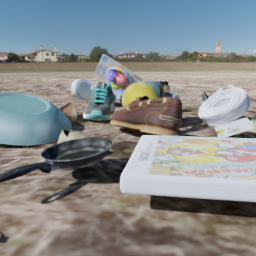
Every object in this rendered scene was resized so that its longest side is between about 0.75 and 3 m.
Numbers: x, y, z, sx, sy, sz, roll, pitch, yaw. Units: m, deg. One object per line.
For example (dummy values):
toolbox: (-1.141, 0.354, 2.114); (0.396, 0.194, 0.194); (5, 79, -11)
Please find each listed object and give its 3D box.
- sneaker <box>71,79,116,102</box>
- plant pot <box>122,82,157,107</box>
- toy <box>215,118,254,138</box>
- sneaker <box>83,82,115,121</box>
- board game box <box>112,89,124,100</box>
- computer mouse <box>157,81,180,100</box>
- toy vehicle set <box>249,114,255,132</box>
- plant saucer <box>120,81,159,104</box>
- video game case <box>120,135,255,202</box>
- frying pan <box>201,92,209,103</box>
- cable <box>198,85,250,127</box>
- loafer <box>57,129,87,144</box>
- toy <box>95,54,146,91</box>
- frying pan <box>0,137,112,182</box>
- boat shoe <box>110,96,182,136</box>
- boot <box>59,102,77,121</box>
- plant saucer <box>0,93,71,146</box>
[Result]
sneaker: (-1.381, -1.562, 11.980); (0.879, 0.907, 2.484); (3, 0, 30)
plant pot: (0.457, -0.813, 9.420); (1.248, 1.248, 0.886); (-2, 24, -7)
toy: (2.802, 0.058, 7.422); (0.880, 0.208, 0.507); (-15, 36, 11)
sneaker: (-1.021, -1.028, 10.043); (1.039, 1.221, 2.677); (2, 16, -1)
board game box: (0.154, -1.916, 15.032); (2.036, 0.628, 2.035); (-10, 16, -36)
computer mouse: (1.196, -0.635, 8.593); (0.550, 1.374, 2.505); (-2, 1, 17)
toy vehicle set: (4.426, -0.143, 8.574); (1.142, 0.244, 1.837); (8, 16, 29)
plant saucer: (0.664, -1.092, 10.742); (1.948, 0.375, 1.948); (-10, -25, -5)
video game case: (1.410, 0.527, 4.526); (2.688, 0.308, 2.446); (2, 11, 9)
frying pan: (3.050, -1.083, 10.796); (0.256, 0.951, 1.572); (-27, 26, 22)
cable: (2.997, -0.667, 8.821); (1.583, 0.548, 1.582); (-34, 19, 1)
loafer: (-1.133, 0.311, 6.289); (1.310, 0.447, 0.496); (10, 17, 36)
toy: (-0.278, -1.996, 12.289); (2.538, 0.599, 1.461); (28, -31, -8)
frying pan: (-0.965, 0.519, 4.485); (1.233, 0.332, 2.039); (-4, 15, 14)
boat shoe: (0.429, -0.346, 7.257); (0.964, 0.963, 2.737); (10, 0, -32)
boot: (-2.469, -0.534, 9.494); (1.305, 0.568, 1.569); (-3, 16, -16)
plant saucer: (-2.935, -0.440, 7.615); (2.845, 0.548, 2.845); (12, 22, -5)
